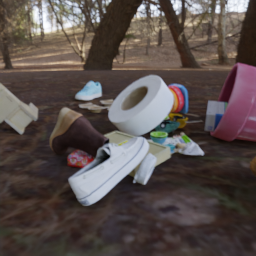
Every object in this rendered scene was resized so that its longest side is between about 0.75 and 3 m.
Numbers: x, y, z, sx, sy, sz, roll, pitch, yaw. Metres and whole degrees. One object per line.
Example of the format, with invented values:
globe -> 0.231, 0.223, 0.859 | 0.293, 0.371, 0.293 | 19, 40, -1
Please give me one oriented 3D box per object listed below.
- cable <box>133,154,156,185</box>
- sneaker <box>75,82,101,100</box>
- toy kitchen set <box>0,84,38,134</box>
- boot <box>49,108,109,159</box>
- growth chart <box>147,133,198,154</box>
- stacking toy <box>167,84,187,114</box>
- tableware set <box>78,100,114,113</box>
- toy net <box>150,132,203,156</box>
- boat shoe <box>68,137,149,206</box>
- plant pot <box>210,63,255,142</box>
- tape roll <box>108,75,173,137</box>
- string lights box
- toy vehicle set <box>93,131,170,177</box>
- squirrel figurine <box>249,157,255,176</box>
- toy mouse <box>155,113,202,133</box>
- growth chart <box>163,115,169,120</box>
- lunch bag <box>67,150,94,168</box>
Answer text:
cable -> 0.471, 1.072, 7.289 | 0.281, 0.811, 0.811 | 26, 9, 15
sneaker -> -2.865, -2.677, 19.904 | 1.082, 1.200, 2.928 | 4, 16, 19
toy kitchen set -> -5.485, -0.741, 12.047 | 1.945, 2.385, 2.151 | -44, 22, -1
boot -> -1.530, 0.542, 8.651 | 1.748, 2.101, 0.760 | 37, 46, 13
growth chart -> 1.305, 0.606, 10.135 | 2.368, 0.210, 1.713 | -5, 18, -15
stacking toy -> 1.717, -1.323, 15.047 | 2.796, 1.534, 1.622 | -17, 23, -25
tableware set -> -1.545, -1.268, 16.538 | 2.282, 0.317, 2.731 | -7, 17, -25
toy net -> 1.502, 0.556, 9.442 | 2.092, 0.404, 1.097 | 11, 17, 39
boat shoe -> -0.391, 0.789, 6.889 | 0.929, 0.825, 2.525 | -18, 17, 43
plant pot -> 4.776, -0.649, 10.393 | 2.604, 2.910, 2.910 | 19, 19, 8
tape roll -> 0.500, -0.916, 11.427 | 2.669, 0.934, 2.669 | -31, 30, 20
string lights box -> 4.333, -0.364, 10.725 | 2.586, 0.762, 1.329 | 7, 31, 17
toy vehicle set -> -0.132, 0.741, 9.045 | 1.598, 0.341, 2.572 | -21, 26, -39
squirrel figurine -> 4.188, 0.674, 6.762 | 2.036, 1.544, 2.182 | -34, -7, -8
toy mouse -> 1.403, -0.191, 12.171 | 2.354, 0.513, 2.649 | -12, 22, -35
growth chart -> 0.589, -0.618, 14.390 | 2.153, 0.264, 2.976 | -15, 21, -40
lunch bag -> -1.414, 0.942, 8.644 | 0.730, 0.339, 0.828 | 5, 16, 14
